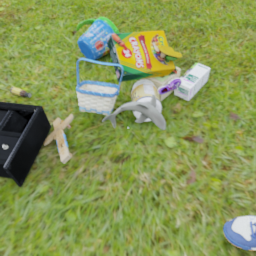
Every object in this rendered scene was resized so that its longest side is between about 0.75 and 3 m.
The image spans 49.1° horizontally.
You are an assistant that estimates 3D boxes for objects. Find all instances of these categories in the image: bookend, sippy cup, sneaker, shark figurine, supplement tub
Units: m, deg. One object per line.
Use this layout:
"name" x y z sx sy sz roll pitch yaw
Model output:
"bookend" -4.624 0.441 10.030 2.705 1.246 2.688 7 52 12
"sippy cup" -1.566 -4.428 14.384 1.741 1.866 2.376 -43 47 -20
"sneaker" 4.152 2.826 7.946 2.735 1.206 1.030 1 48 2
"shark figurine" 0.209 -0.570 8.679 1.922 0.802 1.148 3 84 10
"supplement tub" 0.715 -1.160 11.538 1.151 1.151 1.594 -3 41 -2
"sneaker" 1.629 -1.545 10.782 1.005 0.405 0.419 -32 17 7

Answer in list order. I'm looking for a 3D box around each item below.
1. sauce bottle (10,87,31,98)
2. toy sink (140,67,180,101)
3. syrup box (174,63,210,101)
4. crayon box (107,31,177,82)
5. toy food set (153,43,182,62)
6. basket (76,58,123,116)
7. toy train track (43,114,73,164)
"sauce bottle" -4.830 -1.573 12.623 0.979 0.317 0.317 19 50 13
"toy sink" 1.603 -2.305 12.768 1.225 1.053 1.879 34 55 26
"syrup box" 2.931 -2.123 12.809 0.747 0.773 1.898 29 53 25
"crayon box" 0.742 -3.004 11.558 2.843 0.722 1.805 -12 80 -23
"toy food set" 1.489 -2.932 11.198 1.319 0.431 0.776 7 40 -27
"basket" -1.181 -1.584 10.803 1.750 1.984 1.380 12 30 2
"toy train track" -2.365 0.455 10.285 1.567 0.444 2.731 -43 34 7
